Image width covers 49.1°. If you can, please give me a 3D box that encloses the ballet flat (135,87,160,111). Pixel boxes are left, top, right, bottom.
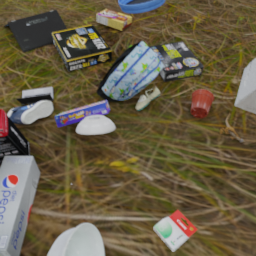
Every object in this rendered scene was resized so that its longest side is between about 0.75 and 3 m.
[{"bbox_3d":[0.735,-1.237,11.554,1.487,0.464,0.502,-40,20,-34],"label":"ballet flat"}]

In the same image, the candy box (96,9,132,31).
[{"bbox_3d":[-0.822,-6.274,16.223,1.811,0.511,1.056,27,48,19],"label":"candy box"}]

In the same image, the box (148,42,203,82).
[{"bbox_3d":[2.197,-3.236,13.456,1.900,0.525,2.372,-12,48,-11],"label":"box"}]

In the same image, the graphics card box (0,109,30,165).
[{"bbox_3d":[-4.170,0.446,8.353,1.822,2.904,0.739,-10,69,-8],"label":"graphics card box"}]

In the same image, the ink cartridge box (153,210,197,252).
[{"bbox_3d":[1.346,2.844,7.911,1.004,0.251,0.808,-31,54,-24],"label":"ink cartridge box"}]

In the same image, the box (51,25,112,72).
[{"bbox_3d":[-2.374,-4.120,14.195,2.285,0.706,2.861,-17,49,-17],"label":"box"}]

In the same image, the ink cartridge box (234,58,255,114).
[{"bbox_3d":[4.510,-1.140,8.286,1.969,1.438,1.445,20,75,1],"label":"ink cartridge box"}]

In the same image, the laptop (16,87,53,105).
[{"bbox_3d":[-3.819,-1.440,11.563,1.301,0.806,1.390,-9,48,-8],"label":"laptop"}]

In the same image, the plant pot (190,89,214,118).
[{"bbox_3d":[2.880,-0.908,11.092,0.897,0.897,0.872,14,56,13],"label":"plant pot"}]

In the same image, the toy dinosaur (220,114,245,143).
[{"bbox_3d":[3.808,0.073,10.506,0.754,0.429,1.419,3,48,-30],"label":"toy dinosaur"}]

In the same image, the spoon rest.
[{"bbox_3d":[-1.121,-0.158,9.906,1.306,0.797,2.628,-4,18,-3],"label":"spoon rest"}]

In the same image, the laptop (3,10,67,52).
[{"bbox_3d":[-5.183,-5.468,15.849,2.785,1.724,2.975,-26,80,-22],"label":"laptop"}]

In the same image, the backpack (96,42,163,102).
[{"bbox_3d":[0.141,-2.207,11.079,2.007,2.611,2.130,38,52,7],"label":"backpack"}]

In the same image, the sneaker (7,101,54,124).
[{"bbox_3d":[-3.895,-0.666,10.932,1.226,0.674,1.674,8,29,27],"label":"sneaker"}]

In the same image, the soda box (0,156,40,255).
[{"bbox_3d":[-3.344,2.214,7.983,0.914,0.984,2.882,0,47,0],"label":"soda box"}]

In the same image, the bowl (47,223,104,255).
[{"bbox_3d":[-1.352,3.249,6.609,0.866,1.927,1.927,-8,43,21],"label":"bowl"}]

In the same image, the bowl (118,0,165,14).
[{"bbox_3d":[0.571,-5.089,11.166,1.916,0.376,1.916,-9,41,8],"label":"bowl"}]

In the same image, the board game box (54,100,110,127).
[{"bbox_3d":[-1.632,-0.542,10.291,1.833,0.410,1.232,-16,9,2],"label":"board game box"}]
